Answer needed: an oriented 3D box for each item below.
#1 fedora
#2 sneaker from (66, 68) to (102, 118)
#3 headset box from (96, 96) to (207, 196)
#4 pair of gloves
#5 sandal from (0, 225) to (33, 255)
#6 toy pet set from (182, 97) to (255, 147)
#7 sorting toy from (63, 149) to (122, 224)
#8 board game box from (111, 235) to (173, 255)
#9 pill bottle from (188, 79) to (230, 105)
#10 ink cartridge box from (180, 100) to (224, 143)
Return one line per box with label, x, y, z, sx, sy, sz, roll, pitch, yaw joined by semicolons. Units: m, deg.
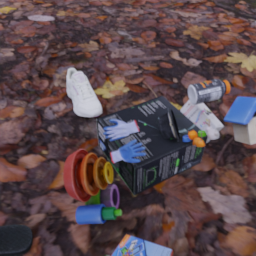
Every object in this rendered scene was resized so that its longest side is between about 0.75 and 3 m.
fedora;1.171;-0.044;8.166;0.464;1.016;1.016;-15;39;16
sneaker;-1.954;-1.450;11.536;1.034;1.376;2.763;-21;47;-23
headset box;0.801;0.400;9.441;2.922;1.356;2.544;-22;46;-23
pair of gloves;-0.117;0.340;7.143;0.995;1.238;0.141;-15;6;19
sandal;-3.890;3.030;7.163;2.742;0.656;1.031;6;40;-12
toy pet set;2.752;-0.276;7.638;2.109;1.120;1.970;-17;13;-16
sorting toy;-0.637;1.597;6.966;1.060;2.581;1.551;-7;53;15
board game box;0.021;3.007;5.529;1.170;0.221;2.273;11;18;22
pill bottle;2.518;-1.141;8.664;1.200;0.637;0.637;-14;43;-10
ink cartridge box;2.492;-0.334;10.138;0.564;0.957;1.662;-7;53;-45
